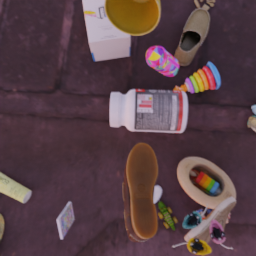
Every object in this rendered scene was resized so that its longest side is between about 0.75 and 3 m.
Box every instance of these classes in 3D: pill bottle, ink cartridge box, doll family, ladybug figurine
[{"bbox_3d":[0.744,-0.649,10.756,2.824,1.636,1.636,2,79,0],"label":"pill bottle"},{"bbox_3d":[-0.873,-4.185,11.442,1.625,1.654,2.247,-9,78,-1],"label":"ink cartridge box"},{"bbox_3d":[3.108,3.452,10.551,1.466,0.661,0.910,-12,71,-20],"label":"doll family"},{"bbox_3d":[2.865,2.125,10.480,2.414,0.868,1.638,40,64,14],"label":"ladybug figurine"}]

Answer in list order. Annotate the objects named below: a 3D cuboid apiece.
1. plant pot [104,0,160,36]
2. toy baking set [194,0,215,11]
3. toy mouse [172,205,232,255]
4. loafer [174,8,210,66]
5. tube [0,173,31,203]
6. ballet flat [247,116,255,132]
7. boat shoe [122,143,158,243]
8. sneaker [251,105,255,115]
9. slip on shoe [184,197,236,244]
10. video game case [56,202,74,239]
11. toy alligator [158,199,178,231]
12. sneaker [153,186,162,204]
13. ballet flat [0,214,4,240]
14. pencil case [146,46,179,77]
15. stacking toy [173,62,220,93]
[{"bbox_3d":[0.253,-3.918,8.588,1.701,1.701,1.207,15,59,3],"label":"plant pot"},{"bbox_3d":[3.368,-5.735,12.547,0.877,0.133,1.142,-25,80,-8],"label":"toy baking set"},{"bbox_3d":[1.853,2.514,6.929,1.438,0.278,1.278,13,53,5],"label":"toy mouse"},{"bbox_3d":[2.787,-3.913,11.762,1.044,0.926,2.745,21,80,4],"label":"loafer"},{"bbox_3d":[-4.745,2.219,10.794,2.061,0.535,0.598,25,41,10],"label":"tube"},{"bbox_3d":[5.599,0.117,11.162,1.747,0.618,0.618,26,80,10],"label":"ballet flat"},{"bbox_3d":[0.246,1.664,7.391,0.892,0.892,2.535,13,58,-14],"label":"boat shoe"},{"bbox_3d":[5.786,-1.096,11.367,1.741,0.643,0.713,-32,74,-12],"label":"sneaker"},{"bbox_3d":[2.700,2.978,8.678,2.146,0.816,0.650,-29,59,-27],"label":"slip on shoe"},{"bbox_3d":[-1.712,2.532,7.714,0.077,0.856,0.613,-2,107,12],"label":"video game case"},{"bbox_3d":[1.384,3.204,10.640,0.510,0.370,1.540,-30,80,-6],"label":"toy alligator"},{"bbox_3d":[0.708,2.787,10.582,1.502,0.532,0.548,-45,79,-4],"label":"sneaker"},{"bbox_3d":[-4.996,4.037,10.396,0.570,0.570,1.612,5,79,1],"label":"ballet flat"},{"bbox_3d":[1.170,-2.148,9.195,0.750,1.698,0.750,0,91,24],"label":"pencil case"},{"bbox_3d":[2.715,-1.788,11.427,1.856,1.018,1.077,-23,84,7],"label":"stacking toy"}]
